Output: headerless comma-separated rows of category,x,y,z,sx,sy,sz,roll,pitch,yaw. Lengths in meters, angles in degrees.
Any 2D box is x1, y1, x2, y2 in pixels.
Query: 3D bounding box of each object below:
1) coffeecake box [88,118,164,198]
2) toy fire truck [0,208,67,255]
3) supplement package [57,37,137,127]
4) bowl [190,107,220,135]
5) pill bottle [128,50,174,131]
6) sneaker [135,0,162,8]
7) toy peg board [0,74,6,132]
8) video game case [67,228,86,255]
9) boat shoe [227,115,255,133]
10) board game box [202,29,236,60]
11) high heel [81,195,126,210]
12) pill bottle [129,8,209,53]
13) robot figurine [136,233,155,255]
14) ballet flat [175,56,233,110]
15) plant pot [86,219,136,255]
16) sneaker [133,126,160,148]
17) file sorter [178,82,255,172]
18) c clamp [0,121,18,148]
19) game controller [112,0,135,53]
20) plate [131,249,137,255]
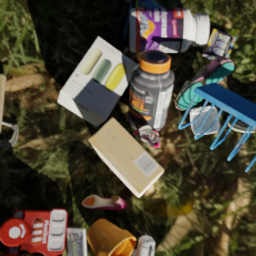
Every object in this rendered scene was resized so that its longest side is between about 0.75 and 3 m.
coffeecake box,-0.041,1.057,8.612,0.958,2.622,2.013,-43,78,-10
toy fire truck,-2.918,3.711,8.648,2.007,1.340,2.390,6,72,-19
supplement package,-1.067,-1.490,9.578,1.673,1.661,2.204,33,74,-11
bowl,2.751,-0.224,10.105,0.994,0.371,0.995,-8,73,9
pill bottle,0.729,-1.190,9.155,1.371,2.580,1.371,2,43,-2
sneaker,1.003,-4.856,11.261,1.518,0.797,0.575,21,75,6
toy peg board,-5.780,-0.931,9.855,2.312,1.131,2.302,-3,74,6
video game case,-1.645,3.672,8.888,0.836,0.107,0.919,-13,77,39
boat shoe,4.868,-0.334,9.949,2.517,0.835,0.941,4,74,1
board game box,3.577,-3.190,11.034,0.964,0.331,1.166,24,75,9
high heel,-0.805,2.571,9.377,1.460,0.700,0.492,-14,46,15
pill bottle,1.468,-3.644,10.499,2.846,1.586,1.586,-1,74,0
robot figurine,0.532,3.701,8.538,0.511,0.767,0.905,8,90,-35
ballet flat,2.625,-1.645,10.170,2.544,0.879,0.905,-41,36,4
plant pot,-0.620,3.507,8.639,1.188,1.297,1.297,34,75,36
sneaker,0.657,0.285,9.037,0.543,1.346,0.503,-30,63,27
file sorter,3.152,-0.091,8.719,2.535,1.759,1.555,35,121,23
c clamp,-4.663,-0.020,10.186,1.602,0.217,1.368,23,75,7
game controller,-0.123,-4.086,10.774,0.519,1.286,2.465,15,75,-6
plate,0.842,5.285,8.082,2.609,0.423,2.615,13,63,28
